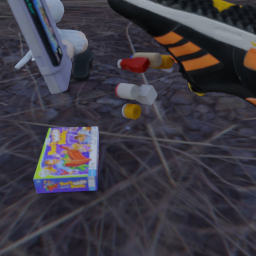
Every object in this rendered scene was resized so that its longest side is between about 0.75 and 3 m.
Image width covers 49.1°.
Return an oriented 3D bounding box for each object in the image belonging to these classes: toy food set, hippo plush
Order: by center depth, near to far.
[{"bbox_3d":[0.142,-0.869,4.970,0.650,0.690,1.445,15,66,40],"label":"toy food set"},{"bbox_3d":[-1.946,-2.473,6.898,1.799,1.447,1.433,-1,31,25],"label":"hippo plush"}]

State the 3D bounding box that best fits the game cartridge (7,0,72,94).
[{"bbox_3d":[-1.579,-1.946,4.919,0.462,2.408,1.561,-19,31,-2],"label":"game cartridge"}]

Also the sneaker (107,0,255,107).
[{"bbox_3d":[0.879,-1.101,3.893,2.981,1.341,1.043,29,46,20],"label":"sneaker"}]

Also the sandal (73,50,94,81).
[{"bbox_3d":[-1.793,-2.407,11.040,0.767,0.488,2.041,2,46,2],"label":"sandal"}]

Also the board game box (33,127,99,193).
[{"bbox_3d":[-1.299,0.645,6.342,1.226,0.408,1.823,-2,33,-4],"label":"board game box"}]
